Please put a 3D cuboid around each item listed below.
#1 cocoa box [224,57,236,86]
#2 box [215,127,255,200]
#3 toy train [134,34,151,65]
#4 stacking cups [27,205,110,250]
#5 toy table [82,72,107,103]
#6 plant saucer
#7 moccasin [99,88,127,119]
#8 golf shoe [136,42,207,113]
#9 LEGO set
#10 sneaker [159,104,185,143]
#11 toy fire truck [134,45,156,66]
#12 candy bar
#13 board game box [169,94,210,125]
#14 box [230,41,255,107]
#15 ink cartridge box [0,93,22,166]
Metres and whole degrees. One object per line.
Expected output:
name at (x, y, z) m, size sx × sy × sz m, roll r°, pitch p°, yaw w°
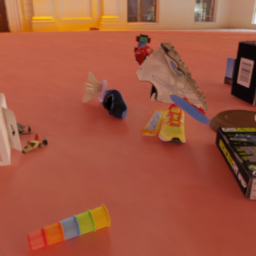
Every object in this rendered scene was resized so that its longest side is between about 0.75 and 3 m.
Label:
cocoa box at (5.098, -2.608, 13.016) m, size 0.838 × 1.257 × 0.825 m, roll -10°, pitch 25°, yaw -26°
box at (3.506, 0.673, 6.280) m, size 2.503 × 0.595 × 2.417 m, roll 0°, pitch 21°, yaw 1°
toy train at (0.513, -2.944, 11.308) m, size 0.601 × 1.421 × 0.822 m, roll 8°, pitch 44°, yaw -3°
stacking cups at (-0.921, 1.617, 4.434) m, size 1.265 × 0.383 × 0.383 m, roll -16°, pitch 28°, yaw -22°
toy table at (-1.280, -1.483, 10.774) m, size 0.747 × 1.173 × 1.276 m, roll 11°, pitch 4°, yaw -16°
plant saucer at (3.581, -0.124, 8.466) m, size 2.168 × 0.319 × 2.168 m, roll 0°, pitch 22°, yaw 0°
moccasin at (-0.572, -0.939, 9.695) m, size 0.665 × 0.784 × 1.949 m, roll 5°, pitch 19°, yaw -20°
golf shoe at (1.248, -1.114, 7.862) m, size 1.327 × 2.730 × 1.069 m, roll -34°, pitch 42°, yaw 16°
LEGO set at (-3.081, 0.069, 7.668) m, size 2.022 × 0.573 × 1.313 m, roll 8°, pitch 24°, yaw 19°
sneaker at (1.251, -0.173, 7.849) m, size 0.713 × 0.823 × 1.823 m, roll 7°, pitch 24°, yaw 1°
toy fire truck at (0.735, -1.997, 8.377) m, size 0.353 × 1.449 × 1.022 m, roll -1°, pitch 55°, yaw 32°
candy bar at (0.860, -0.192, 8.733) m, size 0.501 × 0.223 × 2.009 m, roll 7°, pitch 24°, yaw 17°
board game box at (1.539, -0.520, 6.742) m, size 1.176 × 0.229 × 0.929 m, roll 37°, pitch -3°, yaw -2°
box at (5.815, -2.207, 10.879) m, size 2.988 × 2.211 × 1.559 m, roll -7°, pitch 25°, yaw -14°
ink cartridge box at (-3.554, 0.092, 6.410) m, size 1.992 × 1.280 × 1.247 m, roll -6°, pitch 39°, yaw -16°
